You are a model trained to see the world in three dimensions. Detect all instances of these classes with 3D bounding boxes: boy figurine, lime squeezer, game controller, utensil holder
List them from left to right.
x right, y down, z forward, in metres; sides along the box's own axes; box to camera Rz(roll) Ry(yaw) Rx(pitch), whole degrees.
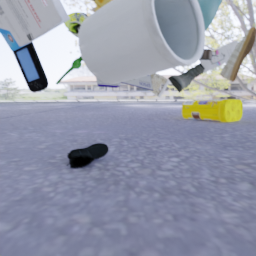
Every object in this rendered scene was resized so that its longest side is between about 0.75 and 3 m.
[{"bbox_3d":[-3.754,-2.396,10.637,1.106,2.120,0.446,-11,16,27],"label":"game controller"},{"bbox_3d":[-1.800,-2.418,11.076,2.470,0.872,0.466,-16,-5,13],"label":"lime squeezer"},{"bbox_3d":[-0.676,-3.434,7.593,0.900,1.447,0.466,-37,16,29],"label":"boy figurine"},{"bbox_3d":[0.252,-2.105,6.337,2.269,1.928,1.928,-6,1,43],"label":"utensil holder"}]

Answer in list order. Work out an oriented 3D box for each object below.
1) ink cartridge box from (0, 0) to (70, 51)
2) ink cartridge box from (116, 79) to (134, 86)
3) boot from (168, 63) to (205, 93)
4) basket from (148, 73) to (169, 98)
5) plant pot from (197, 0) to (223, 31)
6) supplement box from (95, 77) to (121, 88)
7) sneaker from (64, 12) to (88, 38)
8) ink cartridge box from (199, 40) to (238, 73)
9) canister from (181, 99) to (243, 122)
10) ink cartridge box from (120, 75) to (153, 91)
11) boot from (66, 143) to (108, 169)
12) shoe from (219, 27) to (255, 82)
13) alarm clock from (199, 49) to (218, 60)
[{"bbox_3d":[-2.667,-3.284,7.668,2.600,1.508,0.882,-7,29,41],"label":"ink cartridge box"},{"bbox_3d":[-0.014,-2.446,12.569,1.249,0.525,0.912,-25,-20,-50],"label":"ink cartridge box"},{"bbox_3d":[1.977,-1.753,9.272,1.176,0.610,1.800,-39,-4,13],"label":"boot"},{"bbox_3d":[1.146,-2.069,12.721,0.813,0.893,1.318,24,14,-23],"label":"basket"},{"bbox_3d":[1.216,-3.203,7.964,2.535,1.699,2.535,18,-2,1],"label":"plant pot"},{"bbox_3d":[-0.907,-3.599,13.975,1.472,2.849,1.442,10,35,38],"label":"supplement box"},{"bbox_3d":[-1.809,-3.668,9.917,0.832,0.821,2.179,-6,30,-39],"label":"sneaker"},{"bbox_3d":[3.515,-2.814,11.380,1.965,0.663,1.145,-22,10,20],"label":"ink cartridge box"},{"bbox_3d":[3.889,-0.838,13.133,1.705,0.993,2.295,-7,9,-43],"label":"canister"},{"bbox_3d":[0.005,-2.950,10.599,0.637,2.712,2.680,-33,35,-26],"label":"ink cartridge box"},{"bbox_3d":[-0.744,0.519,5.248,0.838,0.310,0.687,-9,7,-11],"label":"boot"},{"bbox_3d":[3.491,-2.372,8.879,0.491,1.840,0.643,26,0,33],"label":"shoe"},{"bbox_3d":[1.775,-1.746,6.676,0.867,0.289,0.585,-1,13,-20],"label":"alarm clock"}]
